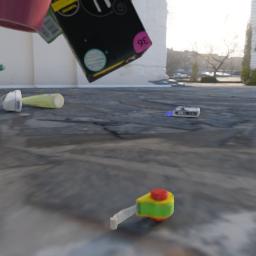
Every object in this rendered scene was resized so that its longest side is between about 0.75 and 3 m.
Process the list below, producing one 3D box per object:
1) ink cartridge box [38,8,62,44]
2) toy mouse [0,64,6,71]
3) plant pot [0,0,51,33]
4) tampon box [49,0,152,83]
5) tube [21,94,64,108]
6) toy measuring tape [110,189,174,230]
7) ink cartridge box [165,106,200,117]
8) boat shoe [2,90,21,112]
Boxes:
[{"bbox_3d":[-2.892,-3.749,8.331,0.716,2.414,1.253,-36,-27,2],"label":"ink cartridge box"},{"bbox_3d":[-3.893,-1.683,8.186,0.913,0.177,0.812,-14,26,25],"label":"toy mouse"},{"bbox_3d":[-1.888,-2.410,4.629,1.576,1.411,1.576,10,9,-2],"label":"plant pot"},{"bbox_3d":[-0.732,-2.455,6.660,1.643,2.193,1.384,-29,6,-5],"label":"tampon box"},{"bbox_3d":[-3.768,-1.154,12.099,2.310,0.670,0.600,4,53,34],"label":"tube"},{"bbox_3d":[0.189,0.717,2.429,0.282,0.282,0.766,9,13,39],"label":"toy measuring tape"},{"bbox_3d":[1.860,-0.565,9.550,1.101,0.239,1.091,2,11,15],"label":"ink cartridge box"},{"bbox_3d":[-4.562,-1.087,10.933,0.685,0.771,2.096,0,9,-22],"label":"boat shoe"}]
